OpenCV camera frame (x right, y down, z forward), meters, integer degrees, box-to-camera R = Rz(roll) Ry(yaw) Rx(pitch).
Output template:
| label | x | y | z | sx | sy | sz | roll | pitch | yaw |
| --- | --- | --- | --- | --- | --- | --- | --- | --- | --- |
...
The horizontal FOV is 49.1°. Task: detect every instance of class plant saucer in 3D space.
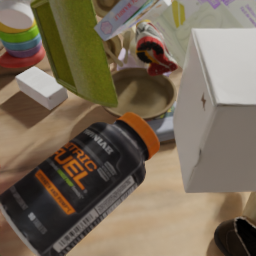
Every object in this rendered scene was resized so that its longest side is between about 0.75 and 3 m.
| label | x | y | z | sx | sy | sz | roll | pitch | yaw |
| --- | --- | --- | --- | --- | --- | --- | --- | --- | --- |
| plant saucer | -1.104 | -1.503 | 4.980 | 0.534 | 2.232 | 2.229 | -24 | 26 | -20 |
| plant saucer | 0.257 | -0.980 | 8.214 | 2.297 | 0.338 | 2.297 | 0 | 48 | 0 |

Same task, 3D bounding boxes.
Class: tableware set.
| label | x | y | z | sx | sy | sz | roll | pitch | yaw |
| --- | --- | --- | --- | --- | --- | --- | --- | --- | --- |
| tableware set | -0.583 | -2.763 | 7.462 | 1.536 | 2.324 | 0.466 | 1 | 28 | -11 |

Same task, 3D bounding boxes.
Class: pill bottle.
| label | x | y | z | sx | sy | sz | roll | pitch | yaw |
| --- | --- | --- | --- | --- | --- | --- | --- | --- | --- |
| pill bottle | -0.667 | 0.835 | 4.781 | 2.618 | 1.390 | 1.390 | -40 | 59 | -20 |
| pill bottle | -2.820 | -3.708 | 7.221 | 1.158 | 1.158 | 2.081 | 0 | 79 | 0 |

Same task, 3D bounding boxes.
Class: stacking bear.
| label | x | y | z | sx | sy | sz | roll | pitch | yaw |
| --- | --- | --- | --- | --- | --- | --- | --- | --- | --- |
| stacking bear | -3.817 | -3.555 | 9.455 | 1.496 | 2.631 | 1.598 | 6 | 48 | 6 |

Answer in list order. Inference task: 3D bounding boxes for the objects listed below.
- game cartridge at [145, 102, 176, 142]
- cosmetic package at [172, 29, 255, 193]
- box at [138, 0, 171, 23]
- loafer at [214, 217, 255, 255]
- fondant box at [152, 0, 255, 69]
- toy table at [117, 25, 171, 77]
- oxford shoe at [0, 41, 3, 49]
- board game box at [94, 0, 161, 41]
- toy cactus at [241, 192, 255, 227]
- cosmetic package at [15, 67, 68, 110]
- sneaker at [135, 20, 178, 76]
| label | x | y | z | sx | sy | sz | roll | pitch | yaw |
| --- | --- | --- | --- | --- | --- | --- | --- | --- | --- |
| game cartridge | 0.777 | -0.486 | 8.233 | 1.372 | 0.421 | 2.062 | -10 | 49 | -13 |
| cosmetic package | 1.993 | -0.136 | 3.008 | 2.787 | 1.500 | 1.182 | 1 | 51 | -2 |
| box | 0.518 | -3.111 | 6.969 | 0.863 | 1.388 | 0.677 | -20 | 87 | 23 |
| loafer | 2.691 | 2.608 | 5.091 | 0.902 | 0.881 | 2.470 | -37 | 58 | -28 |
| fondant box | 1.607 | -2.015 | 5.154 | 1.561 | 2.164 | 0.630 | 45 | 51 | -10 |
| toy table | 0.657 | -2.836 | 9.303 | 2.749 | 1.751 | 2.991 | 9 | 53 | 5 |
| oxford shoe | -5.803 | -3.339 | 10.514 | 2.311 | 0.814 | 0.864 | 5 | 53 | 6 |
| board game box | 0.226 | -1.829 | 4.005 | 0.251 | 1.216 | 1.219 | 51 | 35 | -10 |
| toy cactus | 3.292 | 1.233 | 6.337 | 2.654 | 1.357 | 2.190 | 36 | 76 | 25 |
| cosmetic package | -2.714 | -1.273 | 8.811 | 1.521 | 0.542 | 0.772 | 32 | 55 | 25 |
| sneaker | 0.299 | -0.802 | 2.903 | 0.330 | 0.847 | 0.348 | -12 | 73 | 15 |
